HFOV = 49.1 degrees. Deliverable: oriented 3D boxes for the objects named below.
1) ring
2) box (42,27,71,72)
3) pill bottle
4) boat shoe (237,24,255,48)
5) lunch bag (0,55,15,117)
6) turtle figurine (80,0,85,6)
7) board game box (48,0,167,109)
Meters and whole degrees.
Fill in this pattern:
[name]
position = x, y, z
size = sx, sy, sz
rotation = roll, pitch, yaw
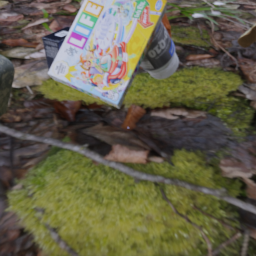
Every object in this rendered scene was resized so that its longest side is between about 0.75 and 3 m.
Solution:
[ring]
position = 0.717, -3.186, 9.397
size = 0.239, 2.493, 2.493
rotation = 1, 30, 48
[box]
position = -2.814, -3.457, 12.681
size = 1.032, 1.661, 1.675
rotation = 22, 44, 25
[pill bottle]
position = 0.648, -2.415, 8.187
size = 1.214, 2.135, 1.214
rotation = -14, 60, 25
[boat shoe]
position = 3.646, -2.706, 7.817
size = 0.430, 0.502, 1.370
rotation = -48, 12, -17
[lunch bag]
position = -4.023, -0.803, 7.039
size = 1.476, 2.119, 1.777
rotation = 30, 35, -4
[turtle figurine]
position = -0.755, -3.988, 9.304
size = 1.504, 1.551, 1.116
rotation = 40, 28, -6
[board game box]
position = -0.411, -1.827, 5.921
size = 1.618, 0.412, 2.406
rotation = 24, 85, 8
